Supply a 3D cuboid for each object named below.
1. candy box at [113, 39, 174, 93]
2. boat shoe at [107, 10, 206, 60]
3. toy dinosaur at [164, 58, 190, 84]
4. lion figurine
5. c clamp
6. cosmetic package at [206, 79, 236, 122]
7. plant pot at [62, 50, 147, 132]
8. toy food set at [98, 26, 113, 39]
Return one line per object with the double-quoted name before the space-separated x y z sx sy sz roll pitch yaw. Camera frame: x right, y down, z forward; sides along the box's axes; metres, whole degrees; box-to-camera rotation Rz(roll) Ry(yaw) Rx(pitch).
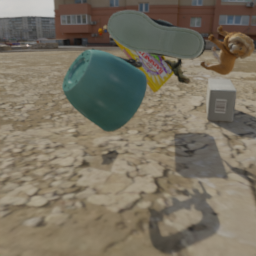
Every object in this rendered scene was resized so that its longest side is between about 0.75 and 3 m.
"candy box" 0.782 -3.183 12.486 1.519 2.972 0.393 -47 17 -25
"boat shoe" 0.749 -2.445 7.660 2.732 1.033 0.824 26 16 15
"toy dinosaur" 1.939 -2.522 10.930 0.475 0.881 2.000 15 33 -31
"lion figurine" 3.405 -2.468 9.649 0.885 2.442 1.496 -42 70 -8
"c clamp" -0.476 -2.337 9.569 2.236 0.303 1.911 9 21 -18
"cosmetic package" 4.495 -1.452 13.792 1.288 1.525 2.856 5 23 16
"plant pot" -0.634 -0.944 6.316 1.346 1.677 1.677 31 1 -34
"toy food set" -0.649 -3.654 10.772 0.933 0.445 0.420 16 38 -17
